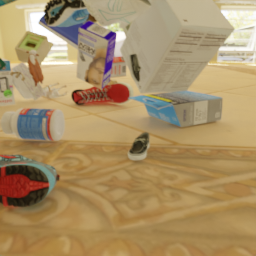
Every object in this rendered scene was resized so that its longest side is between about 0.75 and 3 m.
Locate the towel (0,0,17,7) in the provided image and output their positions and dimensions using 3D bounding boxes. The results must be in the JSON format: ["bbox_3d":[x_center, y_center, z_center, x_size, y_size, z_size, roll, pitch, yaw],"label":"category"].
[{"bbox_3d":[-3.497,-3.550,7.596,1.354,0.200,1.846,26,52,29],"label":"towel"}]

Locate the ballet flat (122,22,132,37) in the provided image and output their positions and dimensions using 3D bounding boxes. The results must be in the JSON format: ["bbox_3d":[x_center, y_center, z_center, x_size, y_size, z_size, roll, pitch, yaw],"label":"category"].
[{"bbox_3d":[0.146,-3.668,10.250,0.706,2.034,0.706,-26,26,14],"label":"ballet flat"}]

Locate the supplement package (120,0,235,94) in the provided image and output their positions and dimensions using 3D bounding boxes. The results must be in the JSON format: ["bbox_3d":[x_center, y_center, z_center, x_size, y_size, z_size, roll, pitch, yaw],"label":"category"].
[{"bbox_3d":[1.352,-2.723,8.777,2.014,2.673,2.029,-7,60,-29],"label":"supplement package"}]

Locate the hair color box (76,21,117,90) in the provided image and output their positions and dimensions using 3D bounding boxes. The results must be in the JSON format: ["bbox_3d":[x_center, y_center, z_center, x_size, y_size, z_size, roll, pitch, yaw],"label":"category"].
[{"bbox_3d":[-0.895,-1.937,7.648,0.888,1.625,0.526,27,50,11],"label":"hair color box"}]

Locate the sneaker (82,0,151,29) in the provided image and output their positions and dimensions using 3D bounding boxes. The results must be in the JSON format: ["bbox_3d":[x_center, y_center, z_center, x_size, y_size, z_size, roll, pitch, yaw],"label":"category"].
[{"bbox_3d":[-0.591,-3.020,6.685,2.904,1.164,1.021,-5,59,-54],"label":"sneaker"}]

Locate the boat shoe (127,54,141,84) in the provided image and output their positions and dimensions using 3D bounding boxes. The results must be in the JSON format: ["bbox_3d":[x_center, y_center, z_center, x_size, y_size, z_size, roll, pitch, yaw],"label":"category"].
[{"bbox_3d":[0.198,-1.565,7.368,0.274,0.774,0.279,-12,11,32],"label":"boat shoe"}]

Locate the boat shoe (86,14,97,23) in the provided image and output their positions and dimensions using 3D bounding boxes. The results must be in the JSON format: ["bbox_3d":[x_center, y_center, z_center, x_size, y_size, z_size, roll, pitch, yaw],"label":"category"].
[{"bbox_3d":[-1.525,-4.520,11.547,0.414,0.484,1.320,-31,22,24],"label":"boat shoe"}]

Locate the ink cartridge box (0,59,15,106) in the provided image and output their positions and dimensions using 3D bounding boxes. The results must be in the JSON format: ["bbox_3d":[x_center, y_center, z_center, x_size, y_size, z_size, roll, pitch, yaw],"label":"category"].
[{"bbox_3d":[-6.376,-2.135,13.207,1.519,2.070,1.512,-13,22,-32],"label":"ink cartridge box"}]

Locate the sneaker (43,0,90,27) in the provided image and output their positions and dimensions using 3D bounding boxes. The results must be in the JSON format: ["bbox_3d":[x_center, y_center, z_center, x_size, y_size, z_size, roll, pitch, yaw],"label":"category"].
[{"bbox_3d":[-1.446,-3.772,8.518,2.364,0.927,1.063,-13,-2,30],"label":"sneaker"}]

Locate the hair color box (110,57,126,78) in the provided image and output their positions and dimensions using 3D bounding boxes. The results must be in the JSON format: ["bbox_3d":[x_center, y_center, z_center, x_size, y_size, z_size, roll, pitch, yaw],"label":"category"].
[{"bbox_3d":[-0.983,-2.974,13.931,1.757,0.892,0.538,-8,45,-12],"label":"hair color box"}]

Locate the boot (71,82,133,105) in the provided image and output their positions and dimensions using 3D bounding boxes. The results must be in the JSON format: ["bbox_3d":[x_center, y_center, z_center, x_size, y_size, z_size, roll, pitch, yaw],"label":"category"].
[{"bbox_3d":[-1.318,-1.498,13.095,2.875,1.041,2.074,5,16,44],"label":"boot"}]

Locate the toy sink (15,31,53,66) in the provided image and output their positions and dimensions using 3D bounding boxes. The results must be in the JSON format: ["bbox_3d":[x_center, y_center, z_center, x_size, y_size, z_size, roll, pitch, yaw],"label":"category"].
[{"bbox_3d":[-3.649,-3.226,11.003,0.902,0.775,1.384,18,59,4],"label":"toy sink"}]

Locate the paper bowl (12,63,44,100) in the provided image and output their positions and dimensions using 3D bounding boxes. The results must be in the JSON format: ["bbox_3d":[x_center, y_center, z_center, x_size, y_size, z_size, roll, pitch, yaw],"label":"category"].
[{"bbox_3d":[-5.153,-2.213,14.049,0.994,1.912,1.912,-39,31,-16],"label":"paper bowl"}]

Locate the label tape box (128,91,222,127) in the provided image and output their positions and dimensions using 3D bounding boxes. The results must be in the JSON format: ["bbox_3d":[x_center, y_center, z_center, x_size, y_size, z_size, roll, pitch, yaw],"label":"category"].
[{"bbox_3d":[1.750,-0.736,10.624,2.919,0.965,2.091,-11,19,-27],"label":"label tape box"}]

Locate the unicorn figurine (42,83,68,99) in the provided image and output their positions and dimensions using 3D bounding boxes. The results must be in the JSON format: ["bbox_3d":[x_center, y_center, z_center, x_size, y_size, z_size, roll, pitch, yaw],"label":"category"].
[{"bbox_3d":[-4.089,-1.974,15.203,2.220,0.820,1.525,-3,20,46],"label":"unicorn figurine"}]

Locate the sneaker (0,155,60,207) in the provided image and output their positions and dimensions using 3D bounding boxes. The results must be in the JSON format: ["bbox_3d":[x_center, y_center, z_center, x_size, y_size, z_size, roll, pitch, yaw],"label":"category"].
[{"bbox_3d":[-2.522,0.971,5.459,2.425,0.962,1.159,8,3,7],"label":"sneaker"}]

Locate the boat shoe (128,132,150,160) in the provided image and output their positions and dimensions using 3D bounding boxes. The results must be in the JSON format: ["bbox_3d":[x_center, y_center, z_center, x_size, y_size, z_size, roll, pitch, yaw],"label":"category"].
[{"bbox_3d":[0.290,0.452,7.476,0.483,0.475,1.340,4,17,12],"label":"boat shoe"}]

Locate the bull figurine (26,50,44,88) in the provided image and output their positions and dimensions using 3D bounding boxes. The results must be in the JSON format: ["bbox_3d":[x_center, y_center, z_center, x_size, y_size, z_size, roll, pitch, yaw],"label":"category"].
[{"bbox_3d":[-3.006,-1.903,9.027,0.392,1.203,0.730,-12,-17,-22],"label":"bull figurine"}]

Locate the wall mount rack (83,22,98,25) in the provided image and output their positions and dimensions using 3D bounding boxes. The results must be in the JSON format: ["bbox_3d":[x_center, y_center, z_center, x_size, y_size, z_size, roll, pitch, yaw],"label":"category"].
[{"bbox_3d":[-1.526,-4.614,12.463,0.391,1.048,0.911,-22,25,44],"label":"wall mount rack"}]

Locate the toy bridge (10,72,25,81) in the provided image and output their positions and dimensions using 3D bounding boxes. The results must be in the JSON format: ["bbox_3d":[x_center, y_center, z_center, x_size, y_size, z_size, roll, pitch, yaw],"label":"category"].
[{"bbox_3d":[-4.387,-2.106,11.170,0.815,0.274,0.111,25,-15,27],"label":"toy bridge"}]

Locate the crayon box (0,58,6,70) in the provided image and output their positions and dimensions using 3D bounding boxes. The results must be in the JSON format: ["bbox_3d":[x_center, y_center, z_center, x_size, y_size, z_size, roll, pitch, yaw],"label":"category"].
[{"bbox_3d":[-6.034,-3.369,10.077,2.730,0.796,2.356,39,-14,6],"label":"crayon box"}]

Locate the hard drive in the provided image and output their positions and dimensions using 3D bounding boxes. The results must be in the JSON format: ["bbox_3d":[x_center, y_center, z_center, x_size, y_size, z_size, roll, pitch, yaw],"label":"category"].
[{"bbox_3d":[-2.358,-4.465,12.810,2.924,0.371,1.929,30,49,-13],"label":"hard drive"}]

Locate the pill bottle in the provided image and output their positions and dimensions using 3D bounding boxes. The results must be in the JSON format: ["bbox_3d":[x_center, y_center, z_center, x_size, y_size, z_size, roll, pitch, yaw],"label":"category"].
[{"bbox_3d":[-2.893,-0.117,8.520,1.712,0.961,0.961,2,17,7],"label":"pill bottle"}]

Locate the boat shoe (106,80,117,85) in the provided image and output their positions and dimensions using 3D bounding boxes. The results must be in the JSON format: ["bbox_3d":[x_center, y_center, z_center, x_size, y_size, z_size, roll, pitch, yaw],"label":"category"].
[{"bbox_3d":[-0.966,-2.752,17.765,0.679,0.637,1.841,-9,19,-28],"label":"boat shoe"}]
